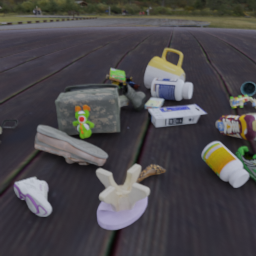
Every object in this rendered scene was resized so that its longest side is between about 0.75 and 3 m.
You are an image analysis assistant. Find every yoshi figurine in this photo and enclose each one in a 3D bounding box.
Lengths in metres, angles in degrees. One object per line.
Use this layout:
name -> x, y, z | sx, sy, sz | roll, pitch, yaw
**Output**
yoshi figurine -> -1.532, -0.144, 9.656 | 0.652, 1.165, 0.655 | 11, -28, -40

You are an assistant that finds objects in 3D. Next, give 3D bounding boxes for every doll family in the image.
doll family -> -0.264, -2.635, 16.127 | 2.041, 0.801, 1.180 | -9, 22, -25

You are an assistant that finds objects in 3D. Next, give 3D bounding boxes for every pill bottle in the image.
pill bottle -> 2.221, -1.947, 14.212 | 1.919, 1.065, 1.065 | 9, 27, 25
pill bottle -> 2.859, 1.087, 8.252 | 0.746, 0.746, 1.343 | -12, 41, -23

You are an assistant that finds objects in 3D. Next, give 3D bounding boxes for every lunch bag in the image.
lunch bag -> -1.500, -0.904, 11.512 | 2.358, 1.690, 2.875 | -3, 19, -2

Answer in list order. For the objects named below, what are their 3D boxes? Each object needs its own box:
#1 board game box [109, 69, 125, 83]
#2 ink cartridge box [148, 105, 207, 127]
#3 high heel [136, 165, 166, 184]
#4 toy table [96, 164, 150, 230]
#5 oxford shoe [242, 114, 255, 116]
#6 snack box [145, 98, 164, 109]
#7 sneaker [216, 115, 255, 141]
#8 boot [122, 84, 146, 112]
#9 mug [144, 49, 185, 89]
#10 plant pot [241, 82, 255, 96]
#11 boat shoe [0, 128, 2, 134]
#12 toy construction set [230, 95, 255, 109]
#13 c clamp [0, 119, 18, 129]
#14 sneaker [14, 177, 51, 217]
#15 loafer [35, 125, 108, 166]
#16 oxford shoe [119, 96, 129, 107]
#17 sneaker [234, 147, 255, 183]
board game box -> -0.595, -2.873, 15.387 | 0.819, 0.257, 1.714 | 12, 23, -8
ink cartridge box -> 2.105, -0.537, 12.119 | 2.295, 0.450, 1.141 | -7, 26, -10
high heel -> 0.612, 1.423, 8.227 | 1.002, 0.358, 0.714 | 2, 35, 3
toy table -> -0.146, 1.644, 6.992 | 1.500, 0.956, 1.632 | 10, 28, 21
oxford shoe -> 5.397, -0.412, 11.650 | 1.796, 0.636, 0.663 | -3, 23, -6
snack box -> 1.295, -1.173, 13.694 | 0.665, 0.212, 1.145 | 9, 27, 19
sneaker -> 3.850, -0.011, 10.057 | 1.132, 0.941, 2.512 | -1, -1, 8
boot -> 0.259, -1.647, 13.362 | 0.648, 1.250, 1.914 | -34, 21, 17
mug -> 2.118, -2.982, 15.413 | 1.839, 2.240, 1.794 | 24, 44, 25
plant pot -> 6.600, -2.161, 15.229 | 0.768, 0.768, 0.752 | 15, 22, 28
boat shoe -> -5.114, 0.191, 10.218 | 0.731, 0.719, 1.962 | -14, 28, -15
toy construction set -> 5.503, -1.252, 13.304 | 1.513, 0.697, 0.992 | 2, 1, -13
c clamp -> -4.851, -0.085, 11.318 | 0.766, 0.104, 0.654 | -2, 53, 4
sneaker -> -2.342, 1.697, 7.293 | 0.781, 0.587, 1.567 | -22, 33, -38
loafer -> -1.931, 0.739, 9.196 | 2.738, 0.861, 0.984 | 22, 5, 23
oxford shoe -> -0.738, -1.149, 13.405 | 1.712, 0.494, 0.644 | -9, 28, 16
sneaker -> 3.897, 1.209, 7.993 | 0.792, 0.865, 2.029 | -20, 33, -36
